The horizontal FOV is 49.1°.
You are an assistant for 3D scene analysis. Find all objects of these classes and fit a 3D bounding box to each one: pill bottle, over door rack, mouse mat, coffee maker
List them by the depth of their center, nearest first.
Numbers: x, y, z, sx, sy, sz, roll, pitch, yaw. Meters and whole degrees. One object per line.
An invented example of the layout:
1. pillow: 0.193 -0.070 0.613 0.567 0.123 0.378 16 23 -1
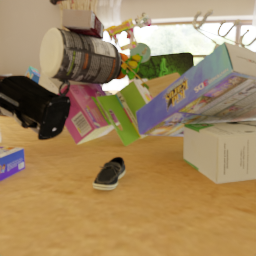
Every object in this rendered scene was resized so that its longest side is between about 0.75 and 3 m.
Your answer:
1. over door rack: 2.592 -2.173 6.803 1.679 0.757 2.273 15 38 -12
2. coffee maker: -2.288 -0.714 6.968 1.615 1.551 1.087 29 1 21
3. pill bottle: -1.178 -2.032 8.466 2.603 1.383 1.383 1 7 -42
4. mouse mat: 1.364 -1.534 10.175 2.218 2.756 0.104 -4 -20 8

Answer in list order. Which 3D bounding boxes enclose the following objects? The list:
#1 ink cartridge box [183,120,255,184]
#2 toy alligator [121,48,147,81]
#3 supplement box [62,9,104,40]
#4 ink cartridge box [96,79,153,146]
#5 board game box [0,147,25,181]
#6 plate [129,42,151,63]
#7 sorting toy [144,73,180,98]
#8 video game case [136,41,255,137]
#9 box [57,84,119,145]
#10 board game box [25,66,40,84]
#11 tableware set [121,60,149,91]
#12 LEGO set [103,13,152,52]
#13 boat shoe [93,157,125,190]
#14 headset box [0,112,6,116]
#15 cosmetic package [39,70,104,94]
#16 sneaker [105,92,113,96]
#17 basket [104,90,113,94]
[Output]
1. ink cartridge box: 2.440 0.384 5.794 2.154 0.895 1.579 -4 10 -12
2. toy alligator: 0.147 -2.059 8.763 0.473 0.517 1.745 17 49 7
3. supplement box: -1.232 -2.921 8.008 0.820 0.459 1.506 6 5 7
4. ink cartridge box: 0.277 -0.546 8.601 0.869 1.696 2.295 -31 -3 27
5. board game box: -3.043 0.774 5.008 1.364 0.454 2.029 2 10 13
6. plate: 0.403 -2.560 9.545 0.765 0.765 0.098 0 -12 -1
7. sorting toy: 1.044 -0.917 7.297 0.981 0.341 0.975 -17 49 -10
8. video game case: 2.020 -0.560 6.213 2.630 0.659 2.902 3 -23 -31
9. box: -1.206 -0.492 8.580 0.840 1.528 1.737 -37 -8 27
10. board game box: -3.749 -1.526 10.515 0.391 1.321 1.737 25 10 -31
11. tableware set: 0.129 -1.080 5.855 0.781 0.120 0.526 40 10 -31
12. LEGO set: -0.163 -2.365 7.247 0.820 0.663 1.782 -36 24 -27
13. boat shoe: -0.329 0.812 5.085 0.436 0.363 1.168 5 12 16
14. headset box: -5.860 -0.978 14.452 1.250 0.631 1.682 4 11 19
15. cosmetic package: -2.085 -1.271 10.044 1.256 2.042 2.036 46 48 12
16. sneaker: -0.666 -0.764 11.011 0.686 1.050 1.877 -14 23 -30
17. basket: -1.817 -2.137 19.486 1.334 1.053 1.513 2 34 4
